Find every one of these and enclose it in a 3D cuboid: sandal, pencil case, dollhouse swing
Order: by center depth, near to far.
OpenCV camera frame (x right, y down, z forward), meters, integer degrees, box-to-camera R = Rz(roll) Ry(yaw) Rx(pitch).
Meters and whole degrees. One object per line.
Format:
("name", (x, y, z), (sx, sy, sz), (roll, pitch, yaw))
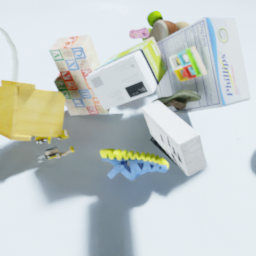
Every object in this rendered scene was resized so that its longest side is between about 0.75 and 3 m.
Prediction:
("sandal", (1.415, -0.709, 8.279), (1.621, 0.644, 0.463), (-14, 63, 40))
("sandal", (0.156, 1.138, 8.314), (2.068, 0.900, 0.822), (5, 1, 16))
("dollhouse swing", (-3.128, -0.553, 8.980), (1.583, 1.742, 1.531), (14, 10, 43))
("pencil case", (0.397, -3.603, 10.684), (0.392, 0.410, 0.947), (-34, 26, -20))

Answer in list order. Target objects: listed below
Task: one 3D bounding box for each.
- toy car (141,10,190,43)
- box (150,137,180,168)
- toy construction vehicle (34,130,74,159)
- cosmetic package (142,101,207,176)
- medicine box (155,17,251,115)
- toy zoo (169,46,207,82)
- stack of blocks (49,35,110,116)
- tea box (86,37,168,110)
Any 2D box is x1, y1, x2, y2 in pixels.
("toy car", (2.179, -3.985, 12.563), (2.508, 1.979, 2.060), (-14, 68, -20))
("box", (1.491, 0.490, 8.663), (0.939, 0.677, 1.265), (-49, 61, 5))
("toy construction vehicle", (-2.401, 0.555, 9.137), (1.114, 0.392, 0.970), (-17, 56, -12))
("cosmetic package", (1.085, 0.163, 7.142), (0.586, 0.955, 2.314), (-24, 29, -7))
("medicine box", (2.291, -1.920, 9.625), (1.510, 2.672, 2.934), (-14, 3, -33))
("toy zoo", (1.713, -1.869, 8.446), (0.136, 0.870, 1.326), (-33, 12, -23))
("stack of blocks", (-1.756, -1.777, 10.060), (1.639, 2.847, 0.834), (-1, 45, 18))
("tea box", (0.024, -1.772, 9.118), (1.899, 1.269, 1.868), (-16, 24, 32))
